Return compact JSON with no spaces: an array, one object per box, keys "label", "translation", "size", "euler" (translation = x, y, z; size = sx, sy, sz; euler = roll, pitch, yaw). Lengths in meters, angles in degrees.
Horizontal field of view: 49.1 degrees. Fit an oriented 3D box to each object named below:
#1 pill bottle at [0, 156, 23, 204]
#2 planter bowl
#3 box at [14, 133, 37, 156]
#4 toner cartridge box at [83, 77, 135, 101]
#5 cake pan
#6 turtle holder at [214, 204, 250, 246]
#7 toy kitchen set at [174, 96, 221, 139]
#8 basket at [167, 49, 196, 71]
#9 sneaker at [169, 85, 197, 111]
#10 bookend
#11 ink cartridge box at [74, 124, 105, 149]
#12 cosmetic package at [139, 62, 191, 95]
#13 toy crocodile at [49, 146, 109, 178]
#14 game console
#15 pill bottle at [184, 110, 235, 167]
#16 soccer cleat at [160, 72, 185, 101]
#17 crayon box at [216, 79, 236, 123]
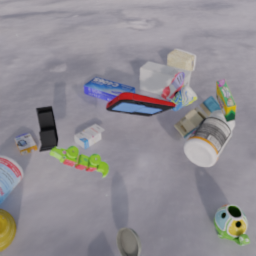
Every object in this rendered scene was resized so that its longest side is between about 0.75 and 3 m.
[{"label":"pill bottle","translation":[-4.034,1.788,8.121],"size":[1.053,1.053,1.936],"euler":[12,39,15]},{"label":"planter bowl","translation":[-3.407,2.544,7.131],"size":[1.189,0.495,1.189],"euler":[21,48,-25]},{"label":"box","translation":[-3.815,0.573,10.395],"size":[0.597,0.208,1.002],"euler":[-21,40,-24]},{"label":"toner cartridge box","translation":[-0.887,-1.746,13.142],"size":[2.228,0.481,1.058],"euler":[19,42,23]},{"label":"cake pan","translation":[0.023,2.755,6.666],"size":[0.144,0.785,0.785],"euler":[0,29,-44]},{"label":"turtle holder","translation":[2.721,2.532,7.384],"size":[0.835,0.780,1.099],"euler":[11,39,13]},{"label":"toy kitchen set","translation":[2.942,-0.353,10.314],"size":[2.049,1.642,1.207],"euler":[-38,83,-16]},{"label":"basket","translation":[2.850,-3.586,15.193],"size":[1.369,0.928,0.845],"euler":[31,51,34]},{"label":"sneaker","translation":[1.763,-0.897,9.342],"size":[0.869,1.655,0.627],"euler":[-40,81,4]},{"label":"bookend","translation":[-2.533,0.005,8.645],"size":[0.535,1.154,1.161],"euler":[-10,16,-10]},{"label":"ink cartridge box","translation":[-1.437,0.316,10.589],"size":[0.598,0.353,1.040],"euler":[31,47,33]},{"label":"cosmetic package","translation":[1.703,-2.233,13.210],"size":[2.210,1.189,0.937],"euler":[21,43,23]},{"label":"toy crocodile","translation":[-1.038,0.725,6.064],"size":[1.344,0.454,0.415],"euler":[22,57,-23]},{"label":"game console","translation":[0.332,-0.702,9.442],"size":[1.843,0.323,2.083],"euler":[12,-9,-19]},{"label":"pill bottle","translation":[2.579,0.281,8.720],"size":[1.047,1.047,1.800],"euler":[24,50,27]},{"label":"soccer cleat","translation":[1.833,-1.556,10.678],"size":[0.633,0.552,1.654],"euler":[32,52,14]},{"label":"crayon box","translation":[2.798,-0.774,8.051],"size":[0.278,0.822,0.952],"euler":[-17,58,10]}]
